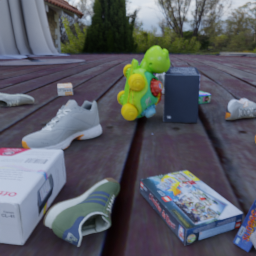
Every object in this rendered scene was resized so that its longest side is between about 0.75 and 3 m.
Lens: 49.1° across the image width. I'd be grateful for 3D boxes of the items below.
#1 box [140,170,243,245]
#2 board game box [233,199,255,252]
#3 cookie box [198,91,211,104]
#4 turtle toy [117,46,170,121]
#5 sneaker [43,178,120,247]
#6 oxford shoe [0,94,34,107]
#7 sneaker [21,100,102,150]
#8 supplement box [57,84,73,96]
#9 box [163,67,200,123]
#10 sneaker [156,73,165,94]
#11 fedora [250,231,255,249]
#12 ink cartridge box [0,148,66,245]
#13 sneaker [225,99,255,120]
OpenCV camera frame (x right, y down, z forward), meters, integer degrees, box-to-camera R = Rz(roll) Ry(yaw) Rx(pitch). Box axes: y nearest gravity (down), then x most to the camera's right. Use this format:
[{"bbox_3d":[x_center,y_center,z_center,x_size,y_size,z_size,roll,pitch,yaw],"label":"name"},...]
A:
[{"bbox_3d":[1.038,1.325,5.042,1.100,0.304,1.611,-8,21,-21],"label":"box"},{"bbox_3d":[2.203,1.153,4.478,0.256,1.008,1.489,28,30,28],"label":"board game box"},{"bbox_3d":[3.094,-1.407,13.029,1.120,0.421,0.958,-11,23,-28],"label":"cookie box"},{"bbox_3d":[0.559,-1.499,9.809,1.393,2.756,2.009,10,24,-12],"label":"turtle toy"},{"bbox_3d":[-0.528,1.405,4.653,0.732,0.547,1.631,30,26,28],"label":"sneaker"},{"bbox_3d":[-5.028,-1.170,12.337,1.672,0.629,0.483,2,58,-19],"label":"oxford shoe"},{"bbox_3d":[-1.869,-0.135,7.992,1.000,1.215,2.641,12,22,35],"label":"sneaker"},{"bbox_3d":[-3.366,-2.056,14.933,0.753,0.439,1.194,-5,20,-13],"label":"supplement box"},{"bbox_3d":[2.023,-1.351,10.771,1.250,1.733,2.335,2,19,10],"label":"box"},{"bbox_3d":[2.516,-2.224,14.752,1.470,1.152,2.958,-2,27,-28],"label":"sneaker"},{"bbox_3d":[1.923,1.594,3.553,0.546,1.069,1.209,-25,-8,21],"label":"fedora"},{"bbox_3d":[-2.096,1.080,5.017,1.395,0.809,1.890,3,21,8],"label":"ink cartridge box"},{"bbox_3d":[4.355,-0.664,10.436,0.896,0.737,1.948,22,30,40],"label":"sneaker"}]
